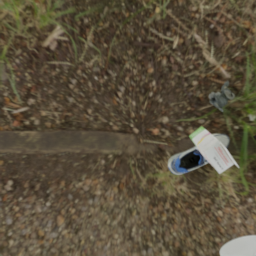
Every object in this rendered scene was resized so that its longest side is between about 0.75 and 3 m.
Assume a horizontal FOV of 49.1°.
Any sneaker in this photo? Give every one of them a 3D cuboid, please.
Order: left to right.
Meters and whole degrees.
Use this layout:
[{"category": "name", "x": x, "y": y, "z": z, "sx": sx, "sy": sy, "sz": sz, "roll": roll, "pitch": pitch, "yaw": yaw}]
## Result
[{"category": "sneaker", "x": 2.314, "y": 0.867, "z": 8.776, "sx": 2.152, "sy": 0.917, "sz": 0.829, "roll": -30, "pitch": 85, "yaw": -4}]

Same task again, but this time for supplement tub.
[{"category": "supplement tub", "x": 3.793, "y": 4.563, "z": 8.091, "sx": 1.558, "sy": 1.558, "sz": 2.361, "roll": -19, "pitch": 84, "yaw": -2}]

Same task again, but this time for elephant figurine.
[{"category": "elephant figurine", "x": 3.159, "y": -1.043, "z": 9.173, "sx": 0.889, "sy": 0.629, "sz": 0.689, "roll": -23, "pitch": 114, "yaw": -17}]

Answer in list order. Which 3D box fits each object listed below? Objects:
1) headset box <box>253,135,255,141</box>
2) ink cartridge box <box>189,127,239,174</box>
[{"category": "headset box", "x": 5.600, "y": 0.788, "z": 8.748, "sx": 1.925, "sy": 0.972, "sz": 2.590, "roll": -32, "pitch": 85, "yaw": -3}, {"category": "ink cartridge box", "x": 2.242, "y": 0.622, "z": 7.443, "sx": 0.490, "sy": 1.457, "sz": 0.853, "roll": -37, "pitch": 109, "yaw": 5}]
